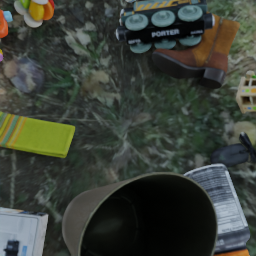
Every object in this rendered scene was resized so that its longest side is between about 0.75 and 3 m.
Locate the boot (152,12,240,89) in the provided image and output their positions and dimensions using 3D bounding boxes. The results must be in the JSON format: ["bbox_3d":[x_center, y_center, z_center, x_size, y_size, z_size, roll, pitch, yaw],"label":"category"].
[{"bbox_3d":[2.040,-2.582,8.288,2.236,0.813,2.375,17,73,6],"label":"boot"}]

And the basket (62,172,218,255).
[{"bbox_3d":[-0.163,2.005,5.602,2.593,2.876,1.956,-12,83,-28],"label":"basket"}]

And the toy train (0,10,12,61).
[{"bbox_3d":[-4.615,-2.521,8.354,2.589,0.720,1.945,-19,73,-9],"label":"toy train"}]

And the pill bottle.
[{"bbox_3d":[2.057,2.023,6.488,1.135,1.135,2.138,-12,68,-3],"label":"pill bottle"}]

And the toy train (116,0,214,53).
[{"bbox_3d":[1.032,-3.131,8.185,2.767,1.179,1.577,-5,53,10],"label":"toy train"}]

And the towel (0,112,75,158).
[{"bbox_3d":[-2.646,0.164,7.596,2.255,0.204,0.971,10,64,6],"label":"towel"}]

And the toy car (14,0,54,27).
[{"bbox_3d":[-2.814,-3.876,8.654,0.977,1.141,1.303,-26,71,-43],"label":"toy car"}]

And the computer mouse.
[{"bbox_3d":[2.847,0.675,7.535,1.280,0.337,0.886,-20,75,-6],"label":"computer mouse"}]

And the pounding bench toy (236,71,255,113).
[{"bbox_3d":[3.558,-1.055,7.484,0.915,0.728,1.173,4,62,38],"label":"pounding bench toy"}]

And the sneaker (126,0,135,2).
[{"bbox_3d":[0.959,-4.413,8.438,2.184,0.827,1.147,-44,91,9],"label":"sneaker"}]

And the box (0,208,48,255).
[{"bbox_3d":[-3.286,2.630,6.609,2.443,0.735,1.425,8,79,0],"label":"box"}]
